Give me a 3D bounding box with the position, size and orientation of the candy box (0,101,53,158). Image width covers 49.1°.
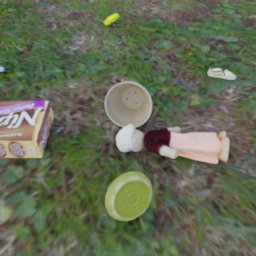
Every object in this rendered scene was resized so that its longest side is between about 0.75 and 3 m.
[{"bbox_3d":[-3.757,0.020,8.063,2.832,0.800,1.653,0,45,2],"label":"candy box"}]

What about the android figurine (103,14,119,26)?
[{"bbox_3d":[-0.803,-5.285,13.609,0.896,0.184,0.816,3,49,44],"label":"android figurine"}]

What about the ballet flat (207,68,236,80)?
[{"bbox_3d":[3.525,-2.021,10.471,1.064,0.332,0.359,8,45,8],"label":"ballet flat"}]

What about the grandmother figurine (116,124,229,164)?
[{"bbox_3d":[1.122,0.424,7.638,2.978,0.902,1.806,4,9,10],"label":"grandmother figurine"}]

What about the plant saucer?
[{"bbox_3d":[0.066,1.568,6.249,1.182,1.182,0.184,-21,20,-20],"label":"plant saucer"}]

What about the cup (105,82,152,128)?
[{"bbox_3d":[0.075,-0.818,8.676,1.408,1.408,1.007,7,21,7],"label":"cup"}]

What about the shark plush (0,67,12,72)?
[{"bbox_3d":[-4.974,-2.321,10.817,0.912,0.415,0.380,-7,14,0],"label":"shark plush"}]
